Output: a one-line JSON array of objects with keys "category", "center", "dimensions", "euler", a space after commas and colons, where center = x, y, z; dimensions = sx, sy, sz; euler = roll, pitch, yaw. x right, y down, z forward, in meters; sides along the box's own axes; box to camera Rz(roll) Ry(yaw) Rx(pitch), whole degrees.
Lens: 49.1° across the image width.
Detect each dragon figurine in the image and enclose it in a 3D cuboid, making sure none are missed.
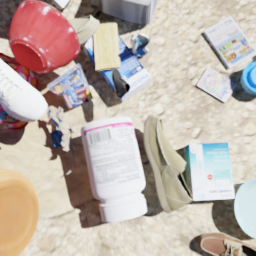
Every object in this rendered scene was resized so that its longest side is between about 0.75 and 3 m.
[{"category": "dragon figurine", "center": [-2.033, 0.338, 8.920], "dimensions": [0.620, 1.047, 2.107], "euler": [-18, 108, -31]}]

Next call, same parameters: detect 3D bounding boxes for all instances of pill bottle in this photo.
[{"category": "pill bottle", "center": [-0.396, 1.204, 8.316], "dimensions": [1.596, 1.596, 2.816], "euler": [-11, 84, -2]}]

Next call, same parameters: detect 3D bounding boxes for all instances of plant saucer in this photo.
[{"category": "plant saucer", "center": [-3.306, 2.390, 7.490], "dimensions": [0.482, 2.574, 2.574], "euler": [-6, 78, 27]}, {"category": "plant saucer", "center": [3.947, 2.481, 8.644], "dimensions": [1.768, 0.340, 1.768], "euler": [3, 78, -15]}]

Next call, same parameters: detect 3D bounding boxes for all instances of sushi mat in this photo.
[{"category": "sushi mat", "center": [-0.710, -2.658, 9.129], "dimensions": [0.804, 0.102, 1.680], "euler": [-6, 74, 1]}]

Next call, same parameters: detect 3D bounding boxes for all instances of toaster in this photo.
[{"category": "toaster", "center": [0.051, -4.780, 9.670], "dimensions": [2.016, 1.323, 2.230], "euler": [19, 80, 5]}]

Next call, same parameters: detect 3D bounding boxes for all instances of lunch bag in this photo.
[{"category": "lunch bag", "center": [-4.446, -1.282, 9.080], "dimensions": [2.771, 1.135, 2.441], "euler": [7, 78, 2]}]

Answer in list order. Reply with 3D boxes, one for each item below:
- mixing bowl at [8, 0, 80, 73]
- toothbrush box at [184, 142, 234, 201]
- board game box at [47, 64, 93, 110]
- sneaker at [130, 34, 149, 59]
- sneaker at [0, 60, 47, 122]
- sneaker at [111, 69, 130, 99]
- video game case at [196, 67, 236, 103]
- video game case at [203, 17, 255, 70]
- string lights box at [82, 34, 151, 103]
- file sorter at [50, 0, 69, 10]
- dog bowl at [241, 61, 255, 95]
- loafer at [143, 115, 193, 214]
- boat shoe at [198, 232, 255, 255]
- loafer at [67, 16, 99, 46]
[{"category": "mixing bowl", "center": [-2.652, -2.419, 8.245], "dimensions": [2.167, 2.167, 1.173], "euler": [23, 59, 4]}, {"category": "toothbrush box", "center": [2.496, 1.363, 8.781], "dimensions": [1.267, 0.738, 1.731], "euler": [-1, 80, -1]}, {"category": "board game box", "center": [-1.926, -1.283, 9.149], "dimensions": [1.222, 0.377, 1.223], "euler": [-24, 124, -10]}, {"category": "sneaker", "center": [0.278, -2.773, 9.058], "dimensions": [0.592, 1.578, 0.684], "euler": [-29, 87, 1]}, {"category": "sneaker", "center": [-3.472, -1.216, 7.852], "dimensions": [2.806, 1.129, 1.072], "euler": [38, 75, 12]}, {"category": "sneaker", "center": [-0.188, -1.347, 8.103], "dimensions": [0.345, 0.490, 0.923], "euler": [-5, 77, -40]}, {"category": "video game case", "center": [3.043, -1.482, 9.655], "dimensions": [1.130, 0.102, 0.809], "euler": [33, 81, 6]}, {"category": "video game case", "center": [3.602, -3.023, 9.931], "dimensions": [1.173, 0.148, 1.639], "euler": [-30, 80, -6]}, {"category": "string lights box", "center": [-0.394, -2.168, 9.466], "dimensions": [1.198, 0.688, 2.332], "euler": [-34, 81, -8]}, {"category": "file sorter", "center": [-3.064, -5.284, 8.795], "dimensions": [2.951, 1.837, 2.048], "euler": [37, 70, -30]}, {"category": "dog bowl", "center": [4.771, -1.942, 9.527], "dimensions": [2.145, 0.532, 1.196], "euler": [-38, 81, -6]}, {"category": "loafer", "center": [1.222, 1.020, 8.474], "dimensions": [1.007, 1.135, 2.985], "euler": [-14, 90, 17]}, {"category": "boat shoe", "center": [3.117, 3.622, 8.354], "dimensions": [1.997, 0.717, 0.756], "euler": [10, 79, 2]}, {"category": "loafer", "center": [-2.210, -3.122, 9.077], "dimensions": [2.630, 0.898, 0.995], "euler": [-10, 48, 20]}]
